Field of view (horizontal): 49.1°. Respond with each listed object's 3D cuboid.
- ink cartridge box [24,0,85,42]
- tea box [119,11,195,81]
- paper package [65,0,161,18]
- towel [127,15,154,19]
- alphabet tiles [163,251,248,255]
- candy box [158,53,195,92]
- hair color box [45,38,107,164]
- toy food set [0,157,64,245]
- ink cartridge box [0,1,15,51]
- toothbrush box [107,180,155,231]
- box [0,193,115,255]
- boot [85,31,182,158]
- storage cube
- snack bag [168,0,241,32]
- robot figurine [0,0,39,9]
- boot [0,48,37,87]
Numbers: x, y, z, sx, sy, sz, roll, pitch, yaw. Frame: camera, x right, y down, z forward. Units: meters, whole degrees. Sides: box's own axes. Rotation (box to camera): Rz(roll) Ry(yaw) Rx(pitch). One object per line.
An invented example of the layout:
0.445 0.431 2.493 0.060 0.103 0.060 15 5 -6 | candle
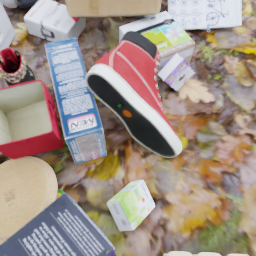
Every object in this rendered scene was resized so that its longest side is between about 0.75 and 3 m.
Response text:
-2.328 -3.395 9.020 1.552 0.647 1.127 22 62 10 | ink cartridge box
0.781 -2.307 8.157 1.602 1.070 1.576 -25 64 -15 | tea box
-0.458 -4.583 7.671 2.713 2.846 1.472 -3 24 -4 | paper package
0.481 -4.269 9.838 1.175 0.211 1.220 10 63 9 | towel
1.175 2.603 4.762 2.139 2.092 0.156 2 44 2 | alphabet tiles
1.323 -1.487 7.637 0.749 0.893 0.319 -47 58 13 | candy box
-1.309 -0.707 7.033 0.861 1.422 2.844 -14 62 -8 | hair color box
-2.432 1.556 6.026 2.011 0.489 1.991 -39 57 -13 | toy food set
-4.934 -2.956 8.162 2.321 1.695 1.703 10 62 6 | ink cartridge box
0.082 1.611 5.881 0.918 0.395 0.668 -29 96 -51 | toothbrush box
-1.521 2.658 4.761 2.532 1.874 1.321 -39 65 -22 | box
0.608 -0.844 6.735 2.895 1.048 2.088 48 56 -19 | boot
-2.156 -0.121 5.976 1.376 1.237 1.176 -14 73 -7 | storage cube
2.489 -4.287 9.045 2.425 0.260 2.286 0 92 6 | snack bag
-3.473 -4.951 9.488 2.220 1.386 1.668 -22 38 -12 | robot figurine
-2.939 -1.490 7.429 0.724 1.490 1.979 -16 58 -10 | boot
